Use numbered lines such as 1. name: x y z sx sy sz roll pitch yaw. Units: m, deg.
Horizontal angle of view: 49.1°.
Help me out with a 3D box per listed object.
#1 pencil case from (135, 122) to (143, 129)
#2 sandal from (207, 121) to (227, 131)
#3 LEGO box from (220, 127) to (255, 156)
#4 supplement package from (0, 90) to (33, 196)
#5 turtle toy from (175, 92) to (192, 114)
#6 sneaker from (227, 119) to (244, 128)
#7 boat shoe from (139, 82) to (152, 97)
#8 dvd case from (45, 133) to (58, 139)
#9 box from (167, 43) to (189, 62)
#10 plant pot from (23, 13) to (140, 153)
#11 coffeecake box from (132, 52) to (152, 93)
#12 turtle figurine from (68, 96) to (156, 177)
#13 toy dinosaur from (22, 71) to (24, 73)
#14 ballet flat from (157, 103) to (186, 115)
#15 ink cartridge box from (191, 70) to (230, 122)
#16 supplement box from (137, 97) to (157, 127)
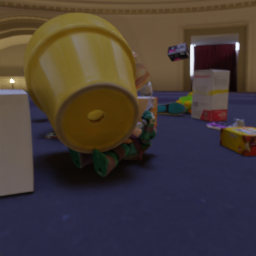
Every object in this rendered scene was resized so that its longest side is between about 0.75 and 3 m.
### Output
1. pencil case: 0.177 -0.033 10.649 1.061 0.441 0.481 10 14 44
2. sandal: 3.693 -0.114 11.452 0.535 0.323 1.315 -3 10 -14
3. LEGO box: 3.454 0.356 8.057 1.052 0.545 1.413 -1 10 -9
4. supplement package: -2.630 0.176 5.404 1.379 1.792 1.874 -4 11 -22
5. turtle toy: 3.648 -1.432 16.980 1.450 1.005 1.989 -32 22 -22
6. sneaker: 3.888 -0.054 10.397 0.978 0.562 0.367 -1 10 -7
7. boat shoe: 0.680 -2.554 14.220 0.824 0.811 2.324 -12 46 0
8. dvd case: -2.439 0.266 9.933 0.888 0.098 0.649 -2 10 -5
9. box: 2.688 -4.036 14.977 0.994 0.571 0.657 -6 -27 30
10. plant pot: -0.914 -0.876 6.241 2.631 2.631 2.475 -3 38 -19
11. coffeecake box: 0.157 -1.863 9.629 0.888 1.157 0.423 -40 41 -2
12. turtle figurine: -0.027 0.202 6.799 2.601 1.310 1.947 -32 11 -40
13. toy dinosaur: -4.344 -2.820 13.686 1.548 0.450 0.783 -9 36 8
14. ballet flat: 2.362 -1.048 16.039 2.172 0.755 0.755 6 11 34
15. ink cartridge box: 4.075 -1.640 14.021 1.020 2.446 1.775 -3 10 -18
16. supplement box: 0.185 -0.647 11.768 2.020 1.273 0.743 -5 13 -21
